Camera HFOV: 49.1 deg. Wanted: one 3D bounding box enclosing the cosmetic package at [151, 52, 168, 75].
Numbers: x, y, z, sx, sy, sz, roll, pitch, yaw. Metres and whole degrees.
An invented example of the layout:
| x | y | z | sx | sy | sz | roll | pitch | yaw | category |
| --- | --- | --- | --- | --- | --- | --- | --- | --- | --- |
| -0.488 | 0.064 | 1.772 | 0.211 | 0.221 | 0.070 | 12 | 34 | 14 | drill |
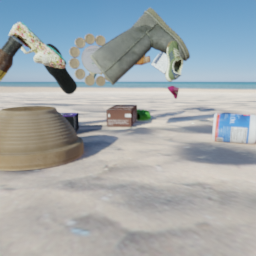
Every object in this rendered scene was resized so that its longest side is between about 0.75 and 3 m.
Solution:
| x | y | z | sx | sy | sz | roll | pitch | yaw | category |
| --- | --- | --- | --- | --- | --- | --- | --- | --- | --- |
| 1.831 | -3.332 | 14.479 | 1.117 | 0.842 | 0.289 | 45 | 10 | 37 | cosmetic package |

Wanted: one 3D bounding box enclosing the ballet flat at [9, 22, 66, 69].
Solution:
| x | y | z | sx | sy | sz | roll | pitch | yaw | category |
| --- | --- | --- | --- | --- | --- | --- | --- | --- | --- |
| -3.820 | -3.224 | 11.643 | 0.864 | 2.703 | 1.022 | -49 | -1 | -22 | ballet flat |

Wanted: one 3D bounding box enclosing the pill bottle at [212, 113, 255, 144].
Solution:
| x | y | z | sx | sy | sz | roll | pitch | yaw | category |
| --- | --- | --- | --- | --- | --- | --- | --- | --- | --- |
| 3.808 | 0.029 | 9.467 | 1.768 | 0.992 | 0.992 | 4 | 10 | 20 | pill bottle |

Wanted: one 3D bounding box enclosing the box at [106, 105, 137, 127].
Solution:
| x | y | z | sx | sy | sz | roll | pitch | yaw | category |
| --- | --- | --- | --- | --- | --- | --- | --- | --- | --- |
| -0.251 | -0.631 | 13.744 | 1.182 | 0.884 | 2.360 | 2 | 8 | 9 | box |

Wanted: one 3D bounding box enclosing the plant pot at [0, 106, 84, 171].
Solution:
| x | y | z | sx | sy | sz | roll | pitch | yaw | category |
| --- | --- | --- | --- | --- | --- | --- | --- | --- | --- |
| -2.771 | 0.124 | 7.886 | 2.950 | 1.362 | 2.950 | -1 | 10 | 0 | plant pot |

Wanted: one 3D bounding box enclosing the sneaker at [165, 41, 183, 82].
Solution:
| x | y | z | sx | sy | sz | roll | pitch | yaw | category |
| --- | --- | --- | --- | --- | --- | --- | --- | --- | --- |
| 1.480 | -2.080 | 8.538 | 0.433 | 1.290 | 0.579 | 10 | -8 | -27 | sneaker |

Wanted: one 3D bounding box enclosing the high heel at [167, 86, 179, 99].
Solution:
| x | y | z | sx | sy | sz | roll | pitch | yaw | category |
| --- | --- | --- | --- | --- | --- | --- | --- | --- | --- |
| 1.920 | -1.544 | 12.059 | 0.475 | 0.333 | 0.988 | 11 | -19 | 9 | high heel |

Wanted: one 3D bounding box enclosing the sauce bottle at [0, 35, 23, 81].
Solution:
| x | y | z | sx | sy | sz | roll | pitch | yaw | category |
| --- | --- | --- | --- | --- | --- | --- | --- | --- | --- |
| -4.643 | -2.130 | 9.874 | 0.806 | 2.490 | 0.806 | 42 | 6 | -6 | sauce bottle |

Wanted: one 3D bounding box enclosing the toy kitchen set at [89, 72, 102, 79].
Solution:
| x | y | z | sx | sy | sz | roll | pitch | yaw | category |
| --- | --- | --- | --- | --- | --- | --- | --- | --- | --- |
| -1.619 | -2.868 | 14.363 | 0.600 | 1.019 | 0.816 | 21 | -31 | -7 | toy kitchen set |

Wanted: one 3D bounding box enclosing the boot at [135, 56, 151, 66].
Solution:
| x | y | z | sx | sy | sz | roll | pitch | yaw | category |
| --- | --- | --- | --- | --- | --- | --- | --- | --- | --- |
| 0.518 | -3.991 | 14.620 | 1.126 | 1.450 | 0.556 | -9 | 15 | 7 | boot |

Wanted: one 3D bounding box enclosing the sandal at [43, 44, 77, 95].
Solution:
| x | y | z | sx | sy | sz | roll | pitch | yaw | category |
| --- | --- | --- | --- | --- | --- | --- | --- | --- | --- |
| -3.627 | -2.922 | 14.294 | 1.036 | 2.756 | 0.660 | -38 | 33 | -22 | sandal |

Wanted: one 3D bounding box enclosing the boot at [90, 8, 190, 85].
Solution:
| x | y | z | sx | sy | sz | roll | pitch | yaw | category |
| --- | --- | --- | --- | --- | --- | --- | --- | --- | --- |
| 0.405 | -2.573 | 10.100 | 2.828 | 2.571 | 1.026 | -42 | -11 | -2 | boot |

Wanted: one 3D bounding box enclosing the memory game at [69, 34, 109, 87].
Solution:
| x | y | z | sx | sy | sz | roll | pitch | yaw | category |
| --- | --- | --- | --- | --- | --- | --- | --- | --- | --- |
| -1.420 | -2.863 | 11.871 | 2.279 | 2.279 | 0.145 | -5 | 1 | -25 | memory game |

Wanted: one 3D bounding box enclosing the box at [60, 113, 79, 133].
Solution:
| x | y | z | sx | sy | sz | roll | pitch | yaw | category |
| --- | --- | --- | --- | --- | --- | --- | --- | --- | --- |
| -3.090 | -0.187 | 11.443 | 1.990 | 0.785 | 1.404 | -1 | 7 | -4 | box |

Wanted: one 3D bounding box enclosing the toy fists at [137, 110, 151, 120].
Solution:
| x | y | z | sx | sy | sz | roll | pitch | yaw | category |
| --- | --- | --- | --- | --- | --- | --- | --- | --- | --- |
| 0.734 | -0.726 | 15.339 | 0.746 | 0.503 | 1.463 | -3 | 9 | -21 | toy fists |
